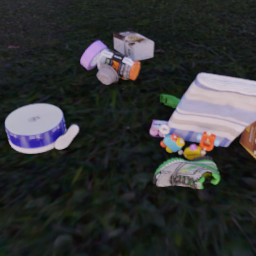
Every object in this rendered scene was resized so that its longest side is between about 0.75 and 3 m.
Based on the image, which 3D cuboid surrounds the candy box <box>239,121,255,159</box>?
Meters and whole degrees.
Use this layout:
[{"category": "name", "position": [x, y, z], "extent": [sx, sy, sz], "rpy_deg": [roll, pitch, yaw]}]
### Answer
[{"category": "candy box", "position": [4.135, 0.531, 7.702], "extent": [0.651, 1.346, 2.307], "rpy_deg": [-9, 36, -13]}]

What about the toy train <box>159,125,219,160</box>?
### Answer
[{"category": "toy train", "position": [1.721, 0.333, 7.913], "extent": [1.649, 1.238, 0.459], "rpy_deg": [16, 44, 23]}]

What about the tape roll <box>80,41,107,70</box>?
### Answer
[{"category": "tape roll", "position": [-1.577, -3.330, 12.935], "extent": [0.446, 1.360, 1.360], "rpy_deg": [43, 46, 1]}]

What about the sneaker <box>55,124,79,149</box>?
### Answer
[{"category": "sneaker", "position": [-1.846, 0.252, 8.646], "extent": [0.350, 0.991, 0.491], "rpy_deg": [43, 13, -9]}]

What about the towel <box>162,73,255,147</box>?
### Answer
[{"category": "towel", "position": [2.317, -0.304, 7.474], "extent": [2.156, 2.936, 0.349], "rpy_deg": [9, 60, -7]}]

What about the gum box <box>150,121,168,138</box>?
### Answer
[{"category": "gum box", "position": [1.183, 0.052, 9.238], "extent": [0.903, 0.299, 0.513], "rpy_deg": [7, 37, 9]}]

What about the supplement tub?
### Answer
[{"category": "supplement tub", "position": [-0.401, -2.758, 12.353], "extent": [1.692, 1.037, 1.037], "rpy_deg": [21, 40, 14]}]

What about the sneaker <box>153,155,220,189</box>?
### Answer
[{"category": "sneaker", "position": [1.539, 1.221, 7.292], "extent": [1.838, 0.717, 0.783], "rpy_deg": [-8, 37, -12]}]

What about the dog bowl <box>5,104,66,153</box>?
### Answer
[{"category": "dog bowl", "position": [-2.942, -0.022, 8.995], "extent": [1.797, 0.708, 1.797], "rpy_deg": [0, 37, 0]}]

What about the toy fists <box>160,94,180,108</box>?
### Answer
[{"category": "toy fists", "position": [1.574, -0.979, 10.380], "extent": [0.564, 0.380, 1.106], "rpy_deg": [6, 13, -10]}]

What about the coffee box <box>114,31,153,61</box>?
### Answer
[{"category": "coffee box", "position": [0.248, -4.355, 14.791], "extent": [1.202, 0.849, 2.127], "rpy_deg": [-20, 41, -25]}]

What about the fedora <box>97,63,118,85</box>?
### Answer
[{"category": "fedora", "position": [-0.952, -2.207, 11.880], "extent": [1.093, 0.967, 0.494], "rpy_deg": [28, 61, 28]}]
